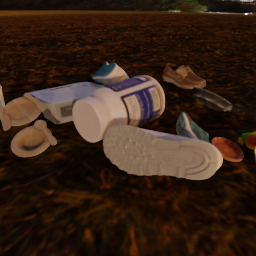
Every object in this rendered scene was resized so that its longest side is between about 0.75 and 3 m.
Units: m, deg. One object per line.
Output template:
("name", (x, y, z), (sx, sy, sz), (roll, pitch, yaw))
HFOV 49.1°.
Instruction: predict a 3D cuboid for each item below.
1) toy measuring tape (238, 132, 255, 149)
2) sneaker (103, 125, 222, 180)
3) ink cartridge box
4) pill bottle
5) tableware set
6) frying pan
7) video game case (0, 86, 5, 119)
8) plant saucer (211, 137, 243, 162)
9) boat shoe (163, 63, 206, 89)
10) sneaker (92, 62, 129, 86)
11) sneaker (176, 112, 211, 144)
("toy measuring tape", (3.368, 0.300, 6.944), (1.205, 0.443, 0.443), (-8, 21, 28))
("sneaker", (0.690, 0.532, 6.201), (2.649, 1.012, 1.066), (13, 9, 24))
("ink cartridge box", (-1.835, -0.961, 9.568), (2.389, 0.839, 2.940), (-16, 17, -29))
("pill bottle", (-0.216, -0.548, 7.695), (1.398, 1.398, 2.416), (24, 35, 38))
("tableware set", (-3.005, 0.185, 6.461), (2.730, 0.317, 2.280), (-27, 50, -19))
("frying pan", (3.061, -0.695, 8.898), (2.313, 0.376, 1.399), (29, 3, 15))
("video game case", (-3.860, -0.793, 8.219), (0.796, 1.112, 0.100), (19, 32, 37))
("plant saucer", (2.353, 0.524, 6.688), (0.799, 0.129, 0.799), (16, 33, -11))
("boat shoe", (2.259, -2.175, 11.597), (0.828, 0.785, 2.187), (-21, 34, -35))
("sneaker", (-0.655, -1.846, 10.326), (0.874, 0.923, 2.285), (-48, 23, 0))
("sneaker", (1.704, 0.172, 7.175), (0.656, 0.558, 1.437), (3, 46, -20))
